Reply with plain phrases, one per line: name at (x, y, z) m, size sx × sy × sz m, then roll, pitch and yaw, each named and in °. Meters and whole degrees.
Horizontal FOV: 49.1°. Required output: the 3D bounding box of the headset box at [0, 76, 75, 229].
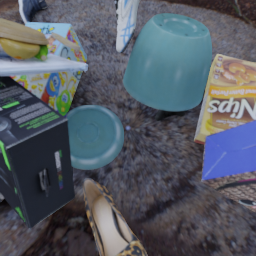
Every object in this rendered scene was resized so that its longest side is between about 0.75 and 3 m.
headset box at (-2.131, 0.410, 5.420) m, size 2.408 × 2.097 × 1.117 m, roll 33°, pitch 46°, yaw 31°

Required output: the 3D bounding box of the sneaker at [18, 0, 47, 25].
sneaker at (-3.451, -4.314, 10.254) m, size 0.953 × 0.501 × 1.319 m, roll -14°, pitch 66°, yaw -3°

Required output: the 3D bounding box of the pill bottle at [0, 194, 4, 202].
pill bottle at (-4.163, 1.885, 7.147) m, size 1.302 × 1.302 × 2.238 m, roll 38°, pitch 72°, yaw 15°

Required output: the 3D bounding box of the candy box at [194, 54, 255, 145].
candy box at (3.162, -0.741, 8.538) m, size 1.651 × 0.791 × 2.860 m, roll 15°, pitch 67°, yaw 7°

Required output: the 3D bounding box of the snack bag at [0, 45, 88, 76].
snack bag at (-2.581, -1.553, 5.882) m, size 2.634 × 0.282 × 2.483 m, roll 24°, pitch 26°, yaw 30°

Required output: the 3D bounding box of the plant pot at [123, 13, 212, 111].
plant pot at (0.986, -1.630, 6.498) m, size 2.011 × 1.614 × 2.011 m, roll 6°, pitch 42°, yaw -6°

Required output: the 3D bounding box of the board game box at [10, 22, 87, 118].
board game box at (-2.543, -1.433, 8.319) m, size 1.569 × 1.541 × 2.992 m, roll 8°, pitch 67°, yaw 16°

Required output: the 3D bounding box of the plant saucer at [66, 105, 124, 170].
plant saucer at (-1.185, 0.193, 8.427) m, size 2.122 × 0.291 × 2.122 m, roll 0°, pitch 67°, yaw 1°

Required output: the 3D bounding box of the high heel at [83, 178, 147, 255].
high heel at (-0.413, 1.682, 4.812) m, size 0.781 × 2.188 × 1.560 m, roll -33°, pitch 91°, yaw -4°

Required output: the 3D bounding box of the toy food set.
toy food set at (-2.461, -1.825, 5.629) m, size 2.613 × 0.524 × 1.804 m, roll 6°, pitch 22°, yaw -33°

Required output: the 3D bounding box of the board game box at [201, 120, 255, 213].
board game box at (2.836, 0.849, 5.415) m, size 2.191 × 1.747 × 1.061 m, roll 30°, pitch 57°, yaw -25°

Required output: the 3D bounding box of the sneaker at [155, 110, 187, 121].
sneaker at (1.472, -0.560, 8.689) m, size 0.675 × 0.389 × 1.294 m, roll 37°, pitch 68°, yaw 19°

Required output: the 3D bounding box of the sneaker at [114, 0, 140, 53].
sneaker at (-0.067, -2.479, 6.104) m, size 0.594 × 1.638 × 0.589 m, roll 11°, pitch 23°, yaw -6°
